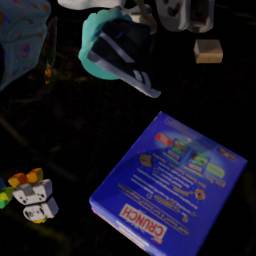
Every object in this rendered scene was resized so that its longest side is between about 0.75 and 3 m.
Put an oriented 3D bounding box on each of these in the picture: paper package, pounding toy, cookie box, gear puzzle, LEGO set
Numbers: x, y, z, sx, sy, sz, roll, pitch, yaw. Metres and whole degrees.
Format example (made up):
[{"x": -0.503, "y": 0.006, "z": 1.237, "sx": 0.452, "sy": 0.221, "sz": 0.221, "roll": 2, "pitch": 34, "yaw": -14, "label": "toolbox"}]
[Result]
[{"x": 2.576, "y": -2.480, "z": 9.038, "sx": 0.777, "sy": 0.402, "sz": 0.740, "roll": -1, "pitch": 57, "yaw": 0, "label": "paper package"}, {"x": 0.947, "y": -2.837, "z": 5.623, "sx": 1.549, "sy": 2.700, "sz": 1.544, "roll": -7, "pitch": 56, "yaw": -27, "label": "pounding toy"}, {"x": 0.882, "y": 1.300, "z": 6.202, "sx": 2.314, "sy": 1.017, "sz": 2.706, "roll": 32, "pitch": 62, "yaw": 19, "label": "cookie box"}, {"x": -1.826, "y": -1.712, "z": 6.379, "sx": 0.197, "sy": 0.779, "sz": 1.504, "roll": 6, "pitch": 79, "yaw": -27, "label": "gear puzzle"}, {"x": -2.420, "y": 1.698, "z": 5.913, "sx": 2.840, "sy": 1.165, "sz": 1.083, "roll": -16, "pitch": 16, "yaw": 20, "label": "LEGO set"}]

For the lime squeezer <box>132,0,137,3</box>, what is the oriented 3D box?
[{"x": -0.939, "y": -5.552, "z": 11.090, "sx": 2.809, "sy": 0.530, "sz": 0.992, "roll": 11, "pitch": 88, "yaw": 5, "label": "lime squeezer"}]

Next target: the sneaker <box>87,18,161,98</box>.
[{"x": 0.269, "y": -1.454, "z": 5.785, "sx": 0.770, "sy": 2.108, "sz": 1.179, "roll": 43, "pitch": 106, "yaw": 41, "label": "sneaker"}]

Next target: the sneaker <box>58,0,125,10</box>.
[{"x": -1.389, "y": -5.088, "z": 10.349, "sx": 2.527, "sy": 1.070, "sz": 0.920, "roll": -3, "pitch": 59, "yaw": 0, "label": "sneaker"}]

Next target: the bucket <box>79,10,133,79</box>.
[{"x": -0.551, "y": -2.358, "z": 8.208, "sx": 1.818, "sy": 1.818, "sz": 1.183, "roll": 1, "pitch": 62, "yaw": 1, "label": "bucket"}]

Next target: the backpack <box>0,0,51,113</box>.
[{"x": -2.683, "y": -1.769, "z": 5.311, "sx": 2.452, "sy": 1.860, "sz": 2.938, "roll": 33, "pitch": 28, "yaw": -6, "label": "backpack"}]

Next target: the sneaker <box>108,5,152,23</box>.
[{"x": -0.061, "y": -3.638, "z": 9.607, "sx": 2.060, "sy": 0.897, "sz": 0.767, "roll": 17, "pitch": 59, "yaw": 32, "label": "sneaker"}]
